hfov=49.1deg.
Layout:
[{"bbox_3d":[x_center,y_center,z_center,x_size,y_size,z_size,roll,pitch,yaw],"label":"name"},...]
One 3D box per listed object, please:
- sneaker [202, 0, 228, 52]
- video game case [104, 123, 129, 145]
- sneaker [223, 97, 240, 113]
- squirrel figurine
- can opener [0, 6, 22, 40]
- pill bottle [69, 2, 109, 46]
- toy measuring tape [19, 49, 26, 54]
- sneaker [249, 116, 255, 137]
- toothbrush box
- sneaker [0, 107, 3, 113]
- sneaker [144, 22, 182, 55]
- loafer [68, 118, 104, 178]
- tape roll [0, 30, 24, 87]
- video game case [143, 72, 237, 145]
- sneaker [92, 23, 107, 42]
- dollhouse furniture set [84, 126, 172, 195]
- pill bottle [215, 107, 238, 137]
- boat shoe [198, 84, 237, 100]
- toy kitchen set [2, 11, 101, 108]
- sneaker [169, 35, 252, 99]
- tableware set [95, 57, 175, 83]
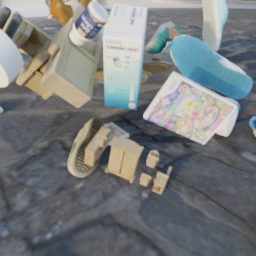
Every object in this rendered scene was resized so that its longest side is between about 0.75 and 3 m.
[{"bbox_3d":[3.580,-4.252,11.098,1.006,2.455,0.907,-8,12,-21],"label":"sneaker"},{"bbox_3d":[-0.759,0.237,10.110,1.198,0.137,1.090,-21,37,-32],"label":"video game case"},{"bbox_3d":[3.399,-1.021,11.546,2.280,0.872,0.921,9,32,11],"label":"sneaker"},{"bbox_3d":[-2.285,-4.230,10.825,1.894,2.029,1.436,25,61,39],"label":"squirrel figurine"},{"bbox_3d":[-3.447,-2.230,7.371,0.578,2.168,0.725,30,32,-26],"label":"can opener"},{"bbox_3d":[-1.000,-2.539,6.959,0.587,1.057,0.587,29,43,-31],"label":"pill bottle"},{"bbox_3d":[-2.540,-2.855,10.027,2.586,0.951,0.951,3,22,-43],"label":"toy measuring tape"},{"bbox_3d":[4.795,0.329,9.197,1.130,1.016,2.747,0,25,10],"label":"sneaker"},{"bbox_3d":[-0.069,-1.653,6.723,0.852,1.997,1.462,7,50,2],"label":"toothbrush box"},{"bbox_3d":[-5.779,-0.703,11.466,1.050,0.387,0.607,8,28,10],"label":"sneaker"},{"bbox_3d":[1.648,-3.464,11.283,1.188,1.061,2.972,41,39,0],"label":"sneaker"},{"bbox_3d":[-1.325,0.666,8.785,0.860,0.776,2.273,40,40,-20],"label":"loafer"},{"bbox_3d":[-3.073,-1.622,5.987,1.588,1.588,0.555,16,60,26],"label":"tape roll"},{"bbox_3d":[1.355,-0.365,6.149,1.688,1.209,0.152,23,31,-19],"label":"video game case"},{"bbox_3d":[-1.346,-4.149,11.876,0.935,0.985,2.448,-44,23,-29],"label":"sneaker"},{"bbox_3d":[0.092,0.717,7.768,2.337,1.211,1.035,21,43,11],"label":"dollhouse furniture set"},{"bbox_3d":[2.647,-0.591,10.318,2.387,1.353,1.353,21,36,30],"label":"pill bottle"},{"bbox_3d":[3.947,-1.780,12.837,0.948,1.000,2.641,-17,25,-21],"label":"boat shoe"},{"bbox_3d":[-2.626,-1.632,7.773,2.820,2.301,2.544,-31,39,33],"label":"toy kitchen set"},{"bbox_3d":[2.080,-1.619,7.457,2.472,0.946,0.998,29,21,-19],"label":"sneaker"},{"bbox_3d":[0.027,-2.011,9.553,2.323,0.323,2.781,4,-9,-23],"label":"tableware set"}]
